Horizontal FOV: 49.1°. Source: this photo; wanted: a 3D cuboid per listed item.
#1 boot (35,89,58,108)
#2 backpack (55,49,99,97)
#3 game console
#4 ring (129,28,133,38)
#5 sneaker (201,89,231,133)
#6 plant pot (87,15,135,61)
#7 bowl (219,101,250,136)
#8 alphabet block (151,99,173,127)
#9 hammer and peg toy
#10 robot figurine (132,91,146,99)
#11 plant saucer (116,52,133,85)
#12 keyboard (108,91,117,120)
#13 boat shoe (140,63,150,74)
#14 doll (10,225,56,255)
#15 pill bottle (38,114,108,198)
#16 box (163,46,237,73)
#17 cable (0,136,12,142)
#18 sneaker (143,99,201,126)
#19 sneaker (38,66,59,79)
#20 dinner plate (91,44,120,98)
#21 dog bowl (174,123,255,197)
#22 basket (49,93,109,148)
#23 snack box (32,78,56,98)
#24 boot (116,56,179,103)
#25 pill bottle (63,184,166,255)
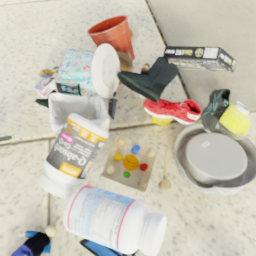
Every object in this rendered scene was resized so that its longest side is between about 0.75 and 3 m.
[{"bbox_3d":[-3.204,-1.208,11.207,0.348,0.912,0.767,-1,70,51],"label":"boot"},{"bbox_3d":[-1.608,-1.976,10.240,1.849,1.392,1.641,10,54,-2],"label":"backpack"},{"bbox_3d":[-0.476,3.361,8.233,1.451,0.844,1.276,28,57,20],"label":"game console"},{"bbox_3d":[-0.716,-5.144,15.519,1.959,0.188,1.959,0,51,1],"label":"ring"},{"bbox_3d":[3.241,-0.691,10.292,0.702,0.738,1.863,31,68,-24],"label":"sneaker"},{"bbox_3d":[-0.641,-3.920,13.109,1.981,1.927,1.981,-15,35,11],"label":"plant pot"},{"bbox_3d":[4.190,-0.526,10.910,1.561,0.840,1.561,27,30,-17],"label":"bowl"},{"bbox_3d":[1.415,-0.617,11.356,0.768,0.772,0.786,18,66,4],"label":"alphabet block"},{"bbox_3d":[0.367,1.191,8.829,2.083,0.735,1.532,21,61,-5],"label":"hammer and peg toy"},{"bbox_3d":[0.686,-1.798,12.487,1.026,0.683,1.209,-29,53,6],"label":"robot figurine"},{"bbox_3d":[-0.576,-2.561,12.429,1.677,1.677,0.247,-9,40,-7],"label":"plant saucer"},{"bbox_3d":[-0.566,-0.817,9.768,0.202,0.947,1.577,9,6,-10],"label":"keyboard"},{"bbox_3d":[0.614,-2.028,10.642,0.398,1.076,0.398,23,59,-2],"label":"boat shoe"},{"bbox_3d":[-2.887,3.573,8.323,1.201,0.427,1.761,37,60,22],"label":"doll"},{"bbox_3d":[-1.688,0.846,8.519,1.349,1.349,2.318,28,90,21],"label":"pill bottle"},{"bbox_3d":[2.892,-2.753,11.317,2.374,1.914,0.583,14,92,39],"label":"box"},{"bbox_3d":[-4.909,0.415,10.063,1.542,0.749,0.388,-20,71,25],"label":"cable"},{"bbox_3d":[1.668,-0.842,10.355,2.172,1.255,0.851,14,67,-1],"label":"sneaker"},{"bbox_3d":[-2.975,-2.014,10.489,0.960,0.423,0.361,-28,97,-45],"label":"sneaker"},{"bbox_3d":[-0.702,-2.012,9.976,0.229,1.890,1.890,7,49,28],"label":"dinner plate"},{"bbox_3d":[3.034,1.115,9.891,2.903,0.851,2.903,1,45,-1],"label":"dog bowl"},{"bbox_3d":[-1.825,-0.250,10.502,2.004,1.612,1.986,-9,46,-12],"label":"basket"},{"bbox_3d":[-3.475,-1.742,11.712,0.853,0.288,2.372,-47,26,-10],"label":"snack box"},{"bbox_3d":[0.732,-1.967,10.189,1.861,0.711,1.564,31,76,11],"label":"boot"},{"bbox_3d":[-0.334,2.473,7.483,2.523,1.372,1.372,12,51,22],"label":"pill bottle"}]
